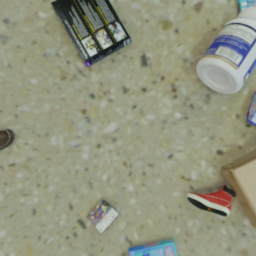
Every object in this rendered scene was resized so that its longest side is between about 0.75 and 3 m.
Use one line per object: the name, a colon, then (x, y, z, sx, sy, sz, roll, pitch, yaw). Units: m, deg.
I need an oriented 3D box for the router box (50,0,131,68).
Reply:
router box: (-1.301, -3.695, 9.892, 1.849, 0.633, 2.480, -29, 87, -2)

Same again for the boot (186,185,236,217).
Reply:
boot: (2.802, 2.278, 9.465, 1.465, 0.530, 1.056, 14, 50, 29)

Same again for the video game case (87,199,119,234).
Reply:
video game case: (-0.864, 2.996, 9.539, 0.772, 0.152, 0.851, 39, 82, 23)

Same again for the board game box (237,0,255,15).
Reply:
board game box: (4.419, -4.297, 10.120, 0.827, 0.257, 1.096, -5, 87, 0)

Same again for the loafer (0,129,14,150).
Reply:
loafer: (-4.829, 0.555, 9.634, 1.817, 0.645, 0.664, -22, 87, -1)

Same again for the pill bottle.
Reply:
pill bottle: (3.578, -2.588, 9.233, 1.579, 1.579, 2.638, 36, 77, 2)

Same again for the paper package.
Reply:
paper package: (4.802, 1.901, 9.227, 2.398, 1.302, 2.516, -28, 86, -1)

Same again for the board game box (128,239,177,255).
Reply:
board game box: (0.904, 4.585, 9.533, 1.600, 0.360, 1.217, -11, 87, -1)

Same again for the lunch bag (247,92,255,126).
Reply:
lunch bag: (4.762, -0.564, 9.653, 1.059, 0.772, 1.246, 21, 79, 0)
